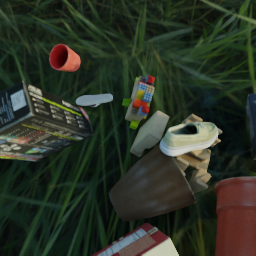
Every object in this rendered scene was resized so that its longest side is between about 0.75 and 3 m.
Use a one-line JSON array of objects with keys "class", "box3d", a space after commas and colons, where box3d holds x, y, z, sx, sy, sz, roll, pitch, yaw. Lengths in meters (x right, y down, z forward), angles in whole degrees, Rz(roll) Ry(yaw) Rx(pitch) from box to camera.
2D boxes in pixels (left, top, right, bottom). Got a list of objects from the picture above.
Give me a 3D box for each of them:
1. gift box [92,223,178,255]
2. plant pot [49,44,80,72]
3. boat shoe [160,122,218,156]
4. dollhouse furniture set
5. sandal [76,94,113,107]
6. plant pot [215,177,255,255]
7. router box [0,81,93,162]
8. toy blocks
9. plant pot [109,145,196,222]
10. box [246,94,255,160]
[{"class": "gift box", "box3d": [0.196, 3.561, 5.868, 2.248, 2.074, 2.099, -28, 86, -9]}, {"class": "plant pot", "box3d": [-1.955, -2.153, 8.875, 0.808, 0.715, 0.808, -3, 84, 28]}, {"class": "boat shoe", "box3d": [1.617, 0.166, 6.891, 1.923, 0.597, 0.692, -18, 50, -36]}, {"class": "dollhouse furniture set", "box3d": [1.284, 0.590, 7.848, 2.015, 1.311, 1.851, 29, 59, -7]}, {"class": "sandal", "box3d": [-1.052, -0.812, 8.767, 1.171, 0.288, 0.477, -5, 40, 6]}, {"class": "plant pot", "box3d": [2.952, 2.697, 6.040, 2.510, 2.510, 2.441, 17, 63, 7]}, {"class": "router box", "box3d": [-2.377, 0.023, 6.857, 2.019, 2.695, 0.837, -25, 72, 14]}, {"class": "toy blocks", "box3d": [0.383, -0.901, 8.233, 0.824, 1.127, 1.649, 17, 73, -9]}, {"class": "plant pot", "box3d": [0.500, 1.571, 7.217, 1.830, 1.711, 1.711, -29, 70, 1]}, {"class": "box", "box3d": [4.187, -0.068, 7.961, 1.301, 0.938, 1.752, -5, 67, 16]}]
